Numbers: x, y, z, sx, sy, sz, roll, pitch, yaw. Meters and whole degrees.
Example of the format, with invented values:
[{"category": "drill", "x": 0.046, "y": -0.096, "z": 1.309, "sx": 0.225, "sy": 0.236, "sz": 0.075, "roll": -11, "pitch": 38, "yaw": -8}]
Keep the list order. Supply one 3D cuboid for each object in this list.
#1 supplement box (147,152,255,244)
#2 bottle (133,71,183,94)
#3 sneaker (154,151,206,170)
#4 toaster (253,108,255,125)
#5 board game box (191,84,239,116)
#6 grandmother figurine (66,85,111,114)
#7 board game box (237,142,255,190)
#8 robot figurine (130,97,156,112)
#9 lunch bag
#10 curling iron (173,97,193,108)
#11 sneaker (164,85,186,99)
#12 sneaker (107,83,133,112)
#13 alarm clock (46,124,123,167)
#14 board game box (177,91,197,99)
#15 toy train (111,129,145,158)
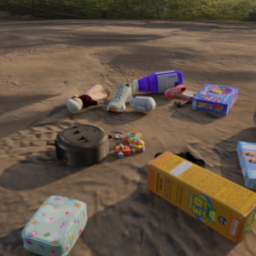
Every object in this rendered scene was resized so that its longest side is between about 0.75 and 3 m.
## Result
[{"category": "supplement box", "x": 1.774, "y": 1.629, "z": 7.105, "sx": 2.759, "sy": 0.918, "sz": 0.949, "roll": 23, "pitch": 35, "yaw": 38}, {"category": "bottle", "x": 1.549, "y": -2.338, "z": 14.640, "sx": 2.543, "sy": 1.062, "sz": 0.830, "roll": -9, "pitch": 17, "yaw": -5}, {"category": "sneaker", "x": 1.594, "y": 0.960, "z": 8.565, "sx": 1.745, "sy": 0.764, "sz": 0.661, "roll": 21, "pitch": 34, "yaw": 35}, {"category": "toaster", "x": 5.943, "y": -0.327, "z": 10.738, "sx": 1.957, "sy": 1.112, "sz": 1.264, "roll": -2, "pitch": 31, "yaw": -3}, {"category": "board game box", "x": 4.205, "y": -1.417, "z": 13.437, "sx": 1.622, "sy": 0.540, "sz": 2.412, "roll": 15, "pitch": 31, "yaw": 27}, {"category": "grandmother figurine", "x": -1.961, "y": -1.360, "z": 13.136, "sx": 1.609, "sy": 0.803, "sz": 2.653, "roll": 4, "pitch": 23, "yaw": 27}, {"category": "board game box", "x": 4.331, "y": 1.160, "z": 8.572, "sx": 1.641, "sy": 0.397, "sz": 2.170, "roll": 6, "pitch": 28, "yaw": 11}, {"category": "robot figurine", "x": 0.683, "y": -1.042, "z": 12.514, "sx": 1.177, "sy": 0.665, "sz": 0.998, "roll": 6, "pitch": 39, "yaw": 22}, {"category": "lunch bag", "x": -1.648, "y": 2.201, "z": 6.387, "sx": 1.144, "sy": 0.550, "sz": 1.426, "roll": 6, "pitch": 27, "yaw": 16}, {"category": "curling iron", "x": 2.946, "y": -1.379, "z": 13.668, "sx": 2.059, "sy": 0.263, "sz": 0.510, "roll": -22, "pitch": 36, "yaw": -36}, {"category": "sneaker", "x": 2.372, "y": -1.829, "z": 14.024, "sx": 1.261, "sy": 0.465, "sz": 0.547, "roll": -26, "pitch": 16, "yaw": -16}, {"category": "sneaker", "x": -0.414, "y": -1.483, "z": 13.048, "sx": 0.845, "sy": 1.027, "sz": 2.232, "roll": 7, "pitch": 28, "yaw": 15}, {"category": "alarm clock", "x": -1.329, "y": 0.454, "z": 9.555, "sx": 2.609, "sy": 0.868, "sz": 1.760, "roll": -12, "pitch": 29, "yaw": -29}, {"category": "board game box", "x": 3.016, "y": -1.732, "z": 14.459, "sx": 1.003, "sy": 0.174, "sz": 0.633, "roll": 20, "pitch": 34, "yaw": 33}, {"category": "toy train", "x": -0.015, "y": 0.466, "z": 9.903, "sx": 1.159, "sy": 0.429, "sz": 1.543, "roll": -1, "pitch": 28, "yaw": -2}]
